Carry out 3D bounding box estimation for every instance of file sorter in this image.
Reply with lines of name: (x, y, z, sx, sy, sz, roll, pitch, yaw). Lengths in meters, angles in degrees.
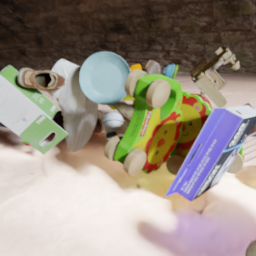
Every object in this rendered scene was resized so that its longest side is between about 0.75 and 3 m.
file sorter: (3.762, 0.143, 9.091, 1.247, 1.119, 1.797, -32, 8, 20)

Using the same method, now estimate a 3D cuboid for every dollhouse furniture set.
dollhouse furniture set: (2.716, -1.503, 8.341, 1.332, 1.138, 2.571, -41, 7, 20)

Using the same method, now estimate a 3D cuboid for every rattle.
rattle: (0.495, -0.718, 8.365, 1.762, 1.606, 2.466, -39, 31, -10)

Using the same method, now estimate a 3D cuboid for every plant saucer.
plant saucer: (-0.632, -1.386, 7.917, 1.471, 1.471, 0.283, 0, 11, 1)

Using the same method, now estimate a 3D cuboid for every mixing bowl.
mixing bowl: (3.135, -0.969, 13.968, 2.468, 1.337, 2.468, -1, 16, 0)

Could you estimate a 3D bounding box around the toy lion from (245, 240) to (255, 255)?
toy lion: (3.083, 1.740, 3.482, 2.797, 1.002, 2.918, -24, 26, -28)

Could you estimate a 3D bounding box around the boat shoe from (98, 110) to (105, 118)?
boat shoe: (-2.040, -0.674, 13.952, 2.319, 0.878, 0.833, 22, 21, 33)

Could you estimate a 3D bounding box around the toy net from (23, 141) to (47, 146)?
toy net: (-3.416, 0.526, 10.483, 1.206, 0.233, 0.633, 12, 19, 38)

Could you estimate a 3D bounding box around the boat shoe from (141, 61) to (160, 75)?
boat shoe: (0.646, -2.012, 11.732, 0.957, 1.009, 2.665, 34, -18, 8)

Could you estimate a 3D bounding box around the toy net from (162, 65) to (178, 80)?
toy net: (1.070, -1.118, 8.901, 0.382, 1.038, 1.979, 16, -29, -1)

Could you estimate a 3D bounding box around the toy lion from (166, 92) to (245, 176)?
toy lion: (1.821, 0.100, 7.623, 2.345, 2.247, 0.805, -6, 3, 27)

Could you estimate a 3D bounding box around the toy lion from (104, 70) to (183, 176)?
toy lion: (0.652, -0.001, 6.586, 0.841, 2.451, 2.349, 29, 21, 32)

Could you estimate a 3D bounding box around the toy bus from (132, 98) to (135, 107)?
toy bus: (1.150, -1.433, 16.788, 0.875, 0.728, 2.236, -9, 18, -31)

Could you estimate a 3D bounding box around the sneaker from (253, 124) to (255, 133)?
sneaker: (6.232, -0.330, 11.910, 2.851, 1.152, 1.091, -15, 22, -41)

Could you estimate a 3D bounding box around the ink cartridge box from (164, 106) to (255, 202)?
ink cartridge box: (1.878, 0.548, 5.992, 0.466, 2.126, 2.146, 37, 26, 30)

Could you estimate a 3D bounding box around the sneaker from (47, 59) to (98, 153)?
sneaker: (-1.945, -0.741, 9.297, 1.728, 2.990, 1.101, 29, 31, 21)

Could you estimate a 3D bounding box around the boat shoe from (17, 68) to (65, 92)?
boat shoe: (-2.220, -1.267, 7.646, 0.585, 0.617, 1.630, 11, 12, 25)

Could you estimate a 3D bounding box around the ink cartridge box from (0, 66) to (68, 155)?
ink cartridge box: (-2.888, -0.443, 8.003, 1.241, 2.390, 0.709, -37, 22, 24)

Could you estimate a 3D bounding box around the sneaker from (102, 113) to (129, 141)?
sneaker: (-0.068, 0.396, 8.662, 0.874, 0.847, 2.392, -15, -29, 28)

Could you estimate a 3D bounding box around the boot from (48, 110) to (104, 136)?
boot: (-2.603, 0.005, 11.668, 2.355, 1.024, 2.831, -27, 30, -36)

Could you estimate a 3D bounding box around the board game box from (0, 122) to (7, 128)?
board game box: (-4.831, -0.355, 13.202, 1.668, 0.514, 1.667, 11, 19, 35)
